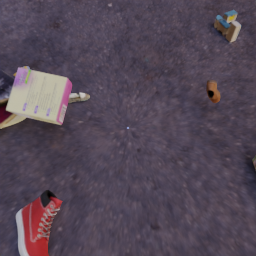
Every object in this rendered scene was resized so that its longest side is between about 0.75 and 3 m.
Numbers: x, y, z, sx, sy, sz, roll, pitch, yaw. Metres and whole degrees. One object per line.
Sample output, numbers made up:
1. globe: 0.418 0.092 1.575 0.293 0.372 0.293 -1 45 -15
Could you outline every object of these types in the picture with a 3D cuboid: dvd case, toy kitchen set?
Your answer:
1. dvd case: -4.779 -1.253 8.859 2.545 0.203 1.892 33 65 18
2. toy kitchen set: 3.869 -3.882 10.284 0.924 0.679 1.153 -23 61 -14

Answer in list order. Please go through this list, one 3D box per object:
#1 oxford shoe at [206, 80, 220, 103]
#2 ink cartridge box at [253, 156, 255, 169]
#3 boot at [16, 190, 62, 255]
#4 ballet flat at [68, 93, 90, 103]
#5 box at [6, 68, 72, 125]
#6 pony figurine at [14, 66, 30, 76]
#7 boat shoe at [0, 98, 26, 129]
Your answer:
1. oxford shoe: 2.416 -0.953 8.069 0.366 1.025 0.365 5 68 31
2. ink cartridge box: 4.640 1.394 6.985 2.470 0.592 1.797 -5 57 -1
3. boot: -1.826 2.188 6.136 1.130 0.567 1.567 -38 52 9
4. ballet flat: -1.573 -0.956 8.635 0.785 0.295 0.266 -11 58 -8
5. box: -2.313 -0.817 7.411 1.337 0.646 1.176 12 82 2
6. pony figurine: -2.928 -1.376 8.480 0.814 0.978 0.944 -24 29 12
7. boat shoe: -3.982 -0.199 7.711 2.437 0.809 0.902 -34 83 -20
